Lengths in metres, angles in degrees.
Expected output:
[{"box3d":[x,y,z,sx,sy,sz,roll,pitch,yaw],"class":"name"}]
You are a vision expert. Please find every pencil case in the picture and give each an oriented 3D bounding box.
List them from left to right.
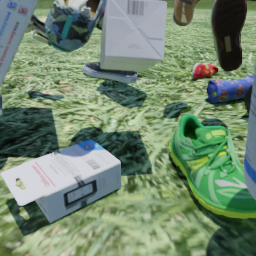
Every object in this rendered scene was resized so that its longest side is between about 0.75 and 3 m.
[{"box3d":[3.607,-1.353,9.692,1.908,0.744,0.828,-9,23,-17],"class":"pencil case"}]

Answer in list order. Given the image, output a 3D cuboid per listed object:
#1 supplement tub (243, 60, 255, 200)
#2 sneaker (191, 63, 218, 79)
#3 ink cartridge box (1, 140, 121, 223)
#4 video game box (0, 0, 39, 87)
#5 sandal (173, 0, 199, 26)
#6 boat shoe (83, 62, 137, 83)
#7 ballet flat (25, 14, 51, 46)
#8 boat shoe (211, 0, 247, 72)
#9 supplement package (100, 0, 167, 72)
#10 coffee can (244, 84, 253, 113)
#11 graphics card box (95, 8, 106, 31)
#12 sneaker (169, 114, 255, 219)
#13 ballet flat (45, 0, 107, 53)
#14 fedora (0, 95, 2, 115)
[{"box3d":[2.316,-0.504,2.882,1.919,2.909,1.919,-4,22,2],"class":"supplement tub"},{"box3d":[3.311,-2.439,11.942,1.609,0.620,0.683,-25,41,-38],"class":"sneaker"},{"box3d":[-1.221,0.989,5.313,1.930,0.655,1.120,-19,33,-32],"class":"ink cartridge box"},{"box3d":[-2.810,-2.773,6.672,0.701,2.727,2.993,18,27,-31],"class":"video game box"},{"box3d":[1.605,-3.457,7.850,0.702,0.472,1.749,23,67,-5],"class":"sandal"},{"box3d":[-0.819,-2.607,11.894,2.681,0.909,0.962,18,33,31],"class":"boat shoe"},{"box3d":[-3.027,-3.293,9.140,1.834,0.623,0.627,35,63,8],"class":"ballet flat"},{"box3d":[2.414,-2.505,6.956,0.798,2.162,0.800,-6,40,8],"class":"boat shoe"},{"box3d":[0.010,-1.827,5.810,1.089,1.075,1.796,2,4,-9],"class":"supplement package"},{"box3d":[4.492,-1.072,8.461,1.358,1.358,1.855,19,33,32],"class":"coffee can"},{"box3d":[-0.102,-4.490,9.111,0.688,2.705,1.697,22,66,-21],"class":"graphics card box"},{"box3d":[1.608,0.613,5.451,1.060,1.196,2.862,-9,30,-18],"class":"sneaker"},{"box3d":[-0.826,-2.591,5.369,1.030,1.030,2.774,1,53,3],"class":"ballet flat"},{"box3d":[-4.108,0.085,6.267,2.650,1.353,2.996,-15,40,-22],"class":"fedora"}]
